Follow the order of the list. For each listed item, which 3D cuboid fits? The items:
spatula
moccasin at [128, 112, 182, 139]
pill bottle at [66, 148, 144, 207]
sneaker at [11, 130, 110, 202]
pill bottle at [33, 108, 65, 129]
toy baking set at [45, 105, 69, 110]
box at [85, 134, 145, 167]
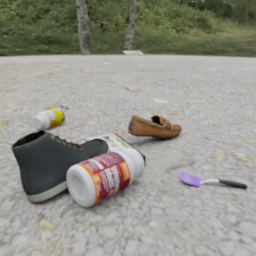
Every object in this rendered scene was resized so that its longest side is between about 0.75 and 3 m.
[{"bbox_3d":[2.342,1.490,7.712,1.807,0.186,0.511,5,21,12],"label":"spatula"},{"bbox_3d":[1.099,-0.121,10.770,2.459,0.949,0.899,6,11,-29],"label":"moccasin"},{"bbox_3d":[-0.523,1.200,7.241,1.914,1.048,1.048,-18,26,-42],"label":"pill bottle"},{"bbox_3d":[-1.633,0.583,7.635,1.102,1.566,2.948,1,22,36],"label":"sneaker"},{"bbox_3d":[-3.439,-0.391,12.202,0.738,0.738,1.351,12,23,31],"label":"pill bottle"},{"bbox_3d":[-3.719,-0.997,14.846,1.438,0.167,1.104,15,27,37],"label":"toy baking set"},{"bbox_3d":[-0.495,0.802,9.332,1.243,0.392,2.258,-9,21,-24],"label":"box"}]
